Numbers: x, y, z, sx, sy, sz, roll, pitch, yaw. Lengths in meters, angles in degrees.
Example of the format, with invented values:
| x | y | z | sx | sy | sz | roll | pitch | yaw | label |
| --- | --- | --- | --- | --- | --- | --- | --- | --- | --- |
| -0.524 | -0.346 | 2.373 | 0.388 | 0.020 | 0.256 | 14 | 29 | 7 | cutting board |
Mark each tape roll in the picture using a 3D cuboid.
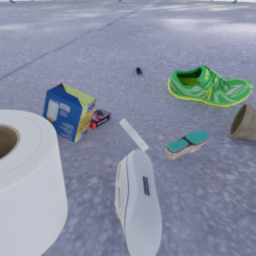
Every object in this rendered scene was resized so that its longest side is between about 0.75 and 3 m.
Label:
| x | y | z | sx | sy | sz | roll | pitch | yaw | label |
| --- | --- | --- | --- | --- | --- | --- | --- | --- | --- |
| -2.690 | 1.117 | 5.445 | 2.821 | 1.937 | 2.821 | 0 | 33 | 0 | tape roll |
| 0.158 | 0.194 | 7.588 | 0.193 | 1.057 | 1.057 | -40 | 39 | 0 | tape roll |

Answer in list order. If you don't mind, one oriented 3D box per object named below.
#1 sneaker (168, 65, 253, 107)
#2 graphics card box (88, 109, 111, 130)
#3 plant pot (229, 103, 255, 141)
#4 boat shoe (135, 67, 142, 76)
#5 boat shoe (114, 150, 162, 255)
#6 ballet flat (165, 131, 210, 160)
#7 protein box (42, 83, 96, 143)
| x | y | z | sx | sy | sz | roll | pitch | yaw | label |
| --- | --- | --- | --- | --- | --- | --- | --- | --- | --- |
| 2.925 | -1.535 | 10.126 | 2.999 | 1.253 | 1.111 | 6 | 63 | 14 | sneaker |
| -1.063 | -0.303 | 9.339 | 0.576 | 0.234 | 0.918 | 21 | 37 | 32 | graphics card box |
| 3.694 | -0.048 | 8.324 | 0.945 | 1.089 | 1.089 | 25 | 36 | 7 | plant pot |
| 0.510 | -2.707 | 13.088 | 0.336 | 0.274 | 0.799 | -23 | 33 | 0 | boat shoe |
| 0.085 | 1.560 | 5.799 | 0.845 | 0.772 | 2.348 | 25 | 44 | -35 | boat shoe |
| 1.605 | 0.494 | 7.756 | 1.510 | 0.508 | 0.514 | -17 | 46 | -26 | ballet flat |
| -1.778 | -0.452 | 8.315 | 1.217 | 1.226 | 0.827 | 26 | 33 | 9 | protein box |
